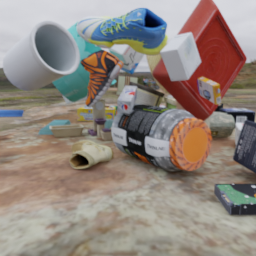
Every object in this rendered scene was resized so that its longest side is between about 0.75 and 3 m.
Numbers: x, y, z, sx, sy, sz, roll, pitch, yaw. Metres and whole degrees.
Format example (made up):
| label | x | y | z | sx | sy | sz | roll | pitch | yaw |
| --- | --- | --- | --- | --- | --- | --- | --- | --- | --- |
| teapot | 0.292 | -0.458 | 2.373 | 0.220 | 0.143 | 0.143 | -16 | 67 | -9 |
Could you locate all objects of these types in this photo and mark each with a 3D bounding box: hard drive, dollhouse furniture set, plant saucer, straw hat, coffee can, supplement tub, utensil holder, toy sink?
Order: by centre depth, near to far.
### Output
| label | x | y | z | sx | sy | sz | roll | pitch | yaw |
| --- | --- | --- | --- | --- | --- | --- | --- | --- | --- |
| hard drive | 2.632 | 1.457 | 5.767 | 1.448 | 0.274 | 1.012 | 0 | 11 | -1 |
| supplement tub | 0.886 | 0.238 | 8.148 | 1.711 | 1.711 | 2.793 | -7 | 12 | -33 |
| utensil holder | -2.590 | -2.025 | 8.262 | 1.821 | 1.547 | 1.547 | -15 | -1 | 41 |
| plant saucer | 2.495 | -1.958 | 8.740 | 2.960 | 2.954 | 0.543 | 38 | -6 | -39 |
| straw hat | 1.682 | -2.536 | 10.183 | 1.058 | 2.500 | 2.500 | -17 | -1 | 35 |
| toy sink | 2.151 | -0.575 | 10.545 | 1.348 | 2.407 | 1.569 | -1 | 12 | -8 |
| coffee can | 0.419 | -0.653 | 11.103 | 1.455 | 1.988 | 1.455 | 20 | 7 | -3 |
| dollhouse furniture set | -1.985 | -0.457 | 11.622 | 2.475 | 1.757 | 1.961 | -4 | 12 | -18 |
| plant saucer | -3.513 | -0.070 | 13.625 | 0.962 | 0.261 | 2.751 | 0 | 12 | -1 |

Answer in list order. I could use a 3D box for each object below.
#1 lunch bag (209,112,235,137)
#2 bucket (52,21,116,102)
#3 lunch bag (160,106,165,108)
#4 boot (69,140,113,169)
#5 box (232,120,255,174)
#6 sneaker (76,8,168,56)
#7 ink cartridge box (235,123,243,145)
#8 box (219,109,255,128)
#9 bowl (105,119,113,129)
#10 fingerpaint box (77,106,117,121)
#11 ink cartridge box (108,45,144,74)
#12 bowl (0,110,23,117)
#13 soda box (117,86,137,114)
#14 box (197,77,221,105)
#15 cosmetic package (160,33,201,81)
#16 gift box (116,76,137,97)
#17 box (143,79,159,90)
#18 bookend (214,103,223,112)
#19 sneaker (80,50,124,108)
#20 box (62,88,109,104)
| label | x | y | z | sx | sy | sz | roll | pitch | yaw |
| --- | --- | --- | --- | --- | --- | --- | --- | --- | --- |
| lunch bag | 3.581 | -0.141 | 11.901 | 1.466 | 1.051 | 1.787 | 2 | 7 | 7 |
| bucket | -1.994 | -2.567 | 11.271 | 1.898 | 2.917 | 2.917 | -27 | 7 | 11 |
| lunch bag | 1.417 | -0.814 | 15.513 | 1.334 | 1.000 | 1.573 | 4 | 2 | 14 |
| boot | -1.391 | 0.804 | 8.411 | 1.556 | 0.566 | 1.209 | 11 | 15 | 31 |
| box | 3.844 | 0.690 | 6.551 | 1.645 | 1.160 | 2.223 | 12 | 10 | -10 |
| sneaker | -0.113 | -2.765 | 7.438 | 2.540 | 0.962 | 1.334 | 9 | -21 | -4 |
| ink cartridge box | 4.827 | 0.369 | 9.822 | 1.967 | 0.827 | 1.436 | 3 | 12 | 17 |
| box | 5.475 | -0.511 | 14.255 | 1.406 | 0.867 | 1.395 | 1 | 10 | 2 |
| bowl | -0.944 | -0.183 | 13.222 | 0.894 | 0.467 | 0.894 | 6 | 2 | 0 |
| fingerpaint box | -1.736 | -0.859 | 16.266 | 2.061 | 0.756 | 1.720 | 1 | 11 | 7 |
| ink cartridge box | 0.000 | -3.458 | 12.517 | 0.773 | 1.339 | 1.835 | 29 | -6 | 20 |
| bowl | -3.758 | -0.429 | 8.490 | 1.106 | 0.217 | 1.106 | -1 | 2 | 0 |
| soda box | -0.013 | -0.878 | 8.522 | 0.396 | 0.427 | 1.250 | 6 | 29 | 8 |
| box | 2.266 | -1.078 | 7.923 | 0.197 | 0.566 | 0.950 | -21 | 29 | -7 |
| cosmetic package | 1.240 | -1.647 | 6.540 | 0.489 | 0.793 | 0.796 | 5 | 45 | 43 |
| gift box | 0.015 | -1.770 | 12.707 | 1.083 | 1.011 | 0.999 | 7 | 4 | 3 |
| box | 1.150 | -2.137 | 13.825 | 0.708 | 0.195 | 1.037 | 7 | -10 | 12 |
| bookend | 4.606 | -0.977 | 16.594 | 1.863 | 0.863 | 1.874 | 5 | 12 | 22 |
| sneaker | -1.010 | -1.523 | 8.331 | 1.065 | 1.901 | 0.738 | 35 | 32 | -6 |
| box | -2.572 | -2.860 | 14.031 | 2.152 | 2.826 | 1.503 | -4 | 23 | 48 |
